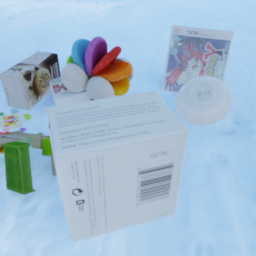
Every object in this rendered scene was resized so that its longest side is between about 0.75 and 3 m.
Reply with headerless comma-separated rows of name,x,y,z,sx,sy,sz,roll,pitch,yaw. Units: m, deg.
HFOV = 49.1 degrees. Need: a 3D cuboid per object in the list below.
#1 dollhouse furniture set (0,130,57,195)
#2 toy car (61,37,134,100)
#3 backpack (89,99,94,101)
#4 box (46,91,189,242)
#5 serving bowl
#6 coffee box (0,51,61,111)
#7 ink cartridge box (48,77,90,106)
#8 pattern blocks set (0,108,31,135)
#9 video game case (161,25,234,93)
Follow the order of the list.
dollhouse furniture set,-3.431,0.961,8.994,2.749,1.379,1.801,4,11,36
toy car,-1.121,-2.462,10.925,2.821,2.115,2.469,28,50,11
backpack,-0.829,0.086,9.274,1.450,1.883,1.793,-31,61,-17
box,-0.324,0.914,7.053,2.914,2.899,1.905,-11,37,-14
serving bowl,2.919,-1.203,10.994,2.186,0.719,2.186,-9,61,16
coffee box,-4.208,-2.183,12.503,1.101,1.560,2.759,11,38,16
ink cartridge box,-2.283,-1.585,12.001,1.912,0.802,1.679,-18,45,-12
pattern blocks set,-4.642,-0.245,11.033,1.590,0.147,1.808,-27,43,-32
video game case,3.012,-2.913,12.470,2.676,2.937,0.338,12,15,16
